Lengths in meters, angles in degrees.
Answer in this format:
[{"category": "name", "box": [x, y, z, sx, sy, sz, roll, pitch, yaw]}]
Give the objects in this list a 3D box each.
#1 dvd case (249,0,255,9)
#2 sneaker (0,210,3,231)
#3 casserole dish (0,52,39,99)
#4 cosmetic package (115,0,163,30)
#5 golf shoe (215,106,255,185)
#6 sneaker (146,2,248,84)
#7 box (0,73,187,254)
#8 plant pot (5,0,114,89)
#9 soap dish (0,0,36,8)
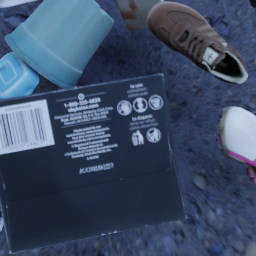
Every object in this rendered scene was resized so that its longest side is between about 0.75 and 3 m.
[{"category": "dvd case", "box": [2.538, -2.378, 5.133, 0.125, 0.761, 1.013, -47, 42, 11]}, {"category": "sneaker", "box": [-2.968, 1.599, 3.941, 1.055, 2.808, 1.614, 6, 61, 15]}, {"category": "casserole dish", "box": [-2.300, -1.019, 5.517, 0.901, 0.289, 1.487, -42, 49, -2]}, {"category": "cosmetic package", "box": [0.200, -3.292, 6.248, 1.040, 2.383, 1.232, -5, 82, 11]}, {"category": "golf shoe", "box": [2.561, 0.368, 5.124, 1.175, 2.552, 0.927, 0, 62, 49]}, {"category": "sneaker", "box": [1.580, -1.760, 5.894, 2.562, 0.902, 0.968, 23, 26, -22]}, {"category": "box", "box": [-0.579, 0.335, 4.469, 2.110, 2.841, 1.766, -10, 92, -4]}, {"category": "plant pot", "box": [-1.249, -1.913, 5.633, 1.656, 1.656, 1.622, 45, 100, 17]}, {"category": "soap dish", "box": [-1.961, -3.478, 6.078, 2.363, 0.960, 1.859, -23, 39, -14]}]
